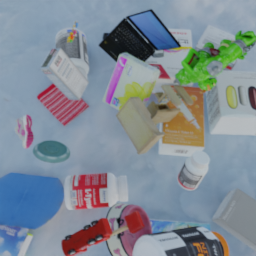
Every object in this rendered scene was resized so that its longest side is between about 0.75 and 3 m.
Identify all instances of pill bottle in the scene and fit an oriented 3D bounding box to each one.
[{"bbox_3d":[1.965,1.265,8.362,0.691,1.248,0.691,7,45,-7],"label":"pill bottle"},{"bbox_3d":[1.365,3.040,6.659,2.356,1.251,1.251,6,61,-36],"label":"pill bottle"},{"bbox_3d":[-2.431,-2.964,12.186,1.392,1.392,2.446,-6,65,-3],"label":"pill bottle"},{"bbox_3d":[-1.105,2.242,10.013,2.154,1.209,1.209,-4,66,-2],"label":"pill bottle"}]

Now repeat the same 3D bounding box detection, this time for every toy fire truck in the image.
[{"bbox_3d":[-0.558,2.396,6.347,1.623,1.145,0.396,-33,58,14],"label":"toy fire truck"}]

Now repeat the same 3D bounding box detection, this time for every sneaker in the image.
[{"bbox_3d":[-3.171,0.129,8.495,0.447,0.412,1.014,-7,81,10],"label":"sneaker"}]

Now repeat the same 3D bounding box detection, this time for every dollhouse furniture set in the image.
[{"bbox_3d":[0.965,-0.183,9.147,2.237,1.961,1.486,-9,59,-44],"label":"dollhouse furniture set"}]

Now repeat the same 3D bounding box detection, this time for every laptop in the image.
[{"bbox_3d":[0.405,-2.896,9.903,2.115,1.875,1.092,-42,40,14],"label":"laptop"}]

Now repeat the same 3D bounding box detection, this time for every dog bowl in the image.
[{"bbox_3d":[0.081,2.903,7.846,0.608,1.648,1.648,-20,63,30],"label":"dog bowl"}]

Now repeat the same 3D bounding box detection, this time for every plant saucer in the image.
[{"bbox_3d":[-2.397,0.704,8.830,1.157,0.158,1.157,12,27,-6],"label":"plant saucer"}]

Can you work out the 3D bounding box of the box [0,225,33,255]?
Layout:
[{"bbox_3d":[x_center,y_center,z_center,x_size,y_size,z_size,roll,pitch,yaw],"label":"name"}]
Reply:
[{"bbox_3d":[-4.424,4.334,9.380,1.624,0.635,2.663,16,67,10],"label":"box"}]

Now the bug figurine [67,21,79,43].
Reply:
[{"bbox_3d":[-2.022,-3.504,10.363,0.216,0.652,0.840,22,68,-15],"label":"bug figurine"}]

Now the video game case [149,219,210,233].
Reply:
[{"bbox_3d":[1.435,4.589,9.297,2.597,0.651,2.865,4,66,1],"label":"video game case"}]

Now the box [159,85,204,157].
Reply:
[{"bbox_3d":[2.092,-0.264,11.088,1.581,1.239,2.541,4,66,2],"label":"box"}]

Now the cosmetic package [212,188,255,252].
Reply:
[{"bbox_3d":[4.357,3.361,9.598,2.521,1.137,1.347,33,74,11],"label":"cosmetic package"}]

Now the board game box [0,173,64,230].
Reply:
[{"bbox_3d":[-3.670,2.655,9.895,2.784,0.542,2.200,6,38,3],"label":"board game box"}]

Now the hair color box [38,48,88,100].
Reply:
[{"bbox_3d":[-1.963,-1.634,8.755,0.477,1.572,0.778,7,62,32],"label":"hair color box"}]

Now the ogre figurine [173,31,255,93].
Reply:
[{"bbox_3d":[2.458,-2.048,8.824,1.656,1.355,2.762,-44,35,-21],"label":"ogre figurine"}]

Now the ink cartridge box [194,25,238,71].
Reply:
[{"bbox_3d":[4.087,-3.508,12.742,1.916,0.803,1.682,29,70,12],"label":"ink cartridge box"}]

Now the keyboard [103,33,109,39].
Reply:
[{"bbox_3d":[-0.687,-4.372,13.456,1.061,0.210,0.552,4,66,3],"label":"keyboard"}]

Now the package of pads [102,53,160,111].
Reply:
[{"bbox_3d":[0.108,-1.463,10.007,1.524,1.973,0.673,30,27,15],"label":"package of pads"}]

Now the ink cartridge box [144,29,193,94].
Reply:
[{"bbox_3d":[1.667,-2.879,12.098,2.113,1.226,2.863,3,61,1],"label":"ink cartridge box"}]

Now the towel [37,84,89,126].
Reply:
[{"bbox_3d":[-2.829,-1.147,12.041,1.411,0.219,1.952,-42,73,-15],"label":"towel"}]

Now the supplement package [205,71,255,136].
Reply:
[{"bbox_3d":[4.364,-0.976,11.217,2.034,1.564,2.127,2,65,1],"label":"supplement package"}]
